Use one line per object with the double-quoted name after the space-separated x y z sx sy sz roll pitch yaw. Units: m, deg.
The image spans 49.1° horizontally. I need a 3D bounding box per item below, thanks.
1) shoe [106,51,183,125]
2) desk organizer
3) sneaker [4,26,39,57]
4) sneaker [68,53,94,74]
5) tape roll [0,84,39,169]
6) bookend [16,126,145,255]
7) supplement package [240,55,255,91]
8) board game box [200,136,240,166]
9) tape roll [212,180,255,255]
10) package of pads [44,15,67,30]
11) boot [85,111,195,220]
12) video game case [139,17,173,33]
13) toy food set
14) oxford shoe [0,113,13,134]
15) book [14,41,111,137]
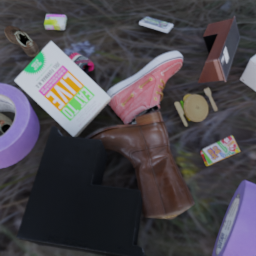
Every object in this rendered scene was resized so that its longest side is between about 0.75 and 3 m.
0.813 -1.235 9.145 2.972 1.062 1.352 -33 69 -7 "shoe"
3.039 -2.670 9.613 0.965 0.899 2.507 -1 47 37 "desk organizer"
-4.030 -3.441 10.503 1.873 0.707 0.660 39 69 18 "sneaker"
-2.013 -1.690 9.490 0.807 0.871 2.162 26 65 13 "sneaker"
-4.083 -0.067 8.552 2.466 1.048 2.466 0 62 0 "tape roll"
-0.836 1.654 7.306 2.930 1.358 2.948 4 62 9 "bookend"
5.029 -2.193 9.614 1.974 1.123 1.081 -38 67 -17 "supplement package"
2.643 0.684 8.156 1.057 0.158 0.505 -31 61 25 "board game box"
2.699 2.386 6.352 0.935 2.200 2.200 21 64 18 "tape roll"
-2.895 -4.196 11.141 0.814 0.278 0.629 1 62 1 "package of pads"
0.146 1.320 7.919 2.774 0.956 2.976 -20 80 17 "boot"
1.103 -4.007 10.854 1.148 0.134 1.044 20 35 9 "video game case"
2.196 -0.672 9.219 1.417 0.284 0.978 -24 92 -18 "toy food set"
-3.898 -0.107 8.861 1.405 0.525 0.495 40 69 19 "oxford shoe"
-1.948 -1.157 8.514 2.467 0.593 1.648 43 92 1 "book"
